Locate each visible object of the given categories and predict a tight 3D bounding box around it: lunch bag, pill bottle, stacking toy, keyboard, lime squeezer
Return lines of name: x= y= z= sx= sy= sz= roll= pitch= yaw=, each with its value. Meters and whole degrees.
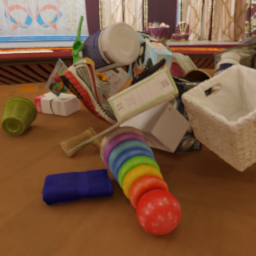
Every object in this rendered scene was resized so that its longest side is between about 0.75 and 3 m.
lunch bag: x=4.711 y=-2.447 z=11.557 sx=2.043 sy=1.675 sz=1.201 roll=-20 pitch=42 yaw=-4
pill bottle: x=2.830 y=-1.499 z=8.009 sx=0.683 sy=1.231 sz=0.683 roll=15 pitch=-15 yaw=4
stacking toy: x=0.239 y=1.105 z=6.033 sx=1.249 sy=1.249 sz=2.927 roll=-5 pitch=28 yaw=-14
keyboard: x=0.352 y=-1.333 z=7.080 sx=1.458 sy=0.289 sz=0.759 roll=-42 pitch=-1 yaw=-6
lime squeezer: x=-1.563 y=-2.604 z=9.698 sx=0.871 sy=2.467 sz=0.465 roll=-23 pitch=19 yaw=-39
pill bottle: x=-0.837 y=-2.687 z=9.832 sx=1.367 sy=1.367 sz=2.463 roll=-16 pitch=9 yaw=-37

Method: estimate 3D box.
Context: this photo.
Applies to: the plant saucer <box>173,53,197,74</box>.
plant saucer: x=2.409 y=-2.345 z=10.987 sx=0.423 sy=1.685 sz=1.685 roll=-35 pitch=9 yaw=21

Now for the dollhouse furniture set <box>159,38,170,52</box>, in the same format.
dollhouse furniture set: x=1.170 y=-2.670 z=9.703 sx=0.323 sy=0.835 sz=0.418 roll=6 pitch=48 yaw=42

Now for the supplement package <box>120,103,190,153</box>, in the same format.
supplement package: x=0.706 y=-0.071 z=7.826 sx=0.968 sy=0.964 sz=1.650 roll=-56 pitch=27 yaw=-13

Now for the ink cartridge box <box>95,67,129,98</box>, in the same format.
ink cartridge box: x=-1.165 y=-1.953 z=11.873 sx=1.613 sy=1.989 sz=0.499 roll=38 pitch=5 yaw=-22

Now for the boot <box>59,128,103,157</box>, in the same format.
boot: x=-1.313 y=0.564 z=8.265 sx=1.084 sy=0.359 sz=0.949 roll=-31 pitch=63 yaw=-30

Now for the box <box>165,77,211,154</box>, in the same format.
box: x=1.613 y=-0.464 z=8.678 sx=0.868 sy=2.017 sz=1.651 roll=-3 pitch=21 yaw=-18

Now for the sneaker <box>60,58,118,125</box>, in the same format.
sneaker: x=-0.941 y=-1.091 z=9.275 sx=1.118 sy=2.871 sz=1.180 roll=33 pitch=77 yaw=37

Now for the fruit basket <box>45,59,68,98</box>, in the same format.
fruit basket: x=-2.733 y=-1.937 z=11.222 sx=0.641 sy=1.266 sz=1.367 roll=24 pitch=-8 yaw=7

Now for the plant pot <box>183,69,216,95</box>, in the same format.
plant pot: x=3.361 y=-1.018 z=9.805 sx=2.404 sy=2.241 sz=2.241 roll=-10 pitch=22 yaw=-22

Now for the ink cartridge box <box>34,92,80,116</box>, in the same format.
ink cartridge box: x=-3.058 y=-1.053 z=12.229 sx=1.606 sy=0.677 sz=1.163 roll=8 pitch=23 yaw=22

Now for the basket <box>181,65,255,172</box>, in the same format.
basket: x=2.608 y=-0.312 z=6.692 sx=1.855 sy=1.505 sz=1.872 roll=-30 pitch=37 yaw=-12

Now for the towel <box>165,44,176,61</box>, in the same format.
towel: x=1.578 y=-2.497 z=12.260 sx=1.492 sy=2.251 sz=0.388 roll=-37 pitch=30 yaw=13

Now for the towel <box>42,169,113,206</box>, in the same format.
towel: x=-1.128 y=1.326 z=6.333 sx=1.502 sy=0.372 sz=1.109 roll=-4 pitch=14 yaw=-10

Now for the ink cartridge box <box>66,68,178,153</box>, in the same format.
ink cartridge box: x=-0.123 y=-0.396 z=6.420 sx=2.612 sy=0.626 sz=1.901 roll=-26 pitch=1 yaw=11

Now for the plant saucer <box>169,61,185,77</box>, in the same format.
plant saucer: x=1.809 y=-2.063 z=11.426 sx=1.422 sy=1.422 sz=0.361 roll=-6 pitch=-19 yaw=-16

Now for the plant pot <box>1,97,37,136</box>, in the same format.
plant pot: x=-3.919 y=-0.321 z=9.847 sx=1.179 sy=1.179 sz=1.135 roll=-2 pitch=32 yaw=-4

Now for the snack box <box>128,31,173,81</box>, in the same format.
snack box: x=0.633 y=-2.049 z=9.332 sx=0.539 sy=1.688 sz=2.905 roll=2 pitch=30 yaw=-14
